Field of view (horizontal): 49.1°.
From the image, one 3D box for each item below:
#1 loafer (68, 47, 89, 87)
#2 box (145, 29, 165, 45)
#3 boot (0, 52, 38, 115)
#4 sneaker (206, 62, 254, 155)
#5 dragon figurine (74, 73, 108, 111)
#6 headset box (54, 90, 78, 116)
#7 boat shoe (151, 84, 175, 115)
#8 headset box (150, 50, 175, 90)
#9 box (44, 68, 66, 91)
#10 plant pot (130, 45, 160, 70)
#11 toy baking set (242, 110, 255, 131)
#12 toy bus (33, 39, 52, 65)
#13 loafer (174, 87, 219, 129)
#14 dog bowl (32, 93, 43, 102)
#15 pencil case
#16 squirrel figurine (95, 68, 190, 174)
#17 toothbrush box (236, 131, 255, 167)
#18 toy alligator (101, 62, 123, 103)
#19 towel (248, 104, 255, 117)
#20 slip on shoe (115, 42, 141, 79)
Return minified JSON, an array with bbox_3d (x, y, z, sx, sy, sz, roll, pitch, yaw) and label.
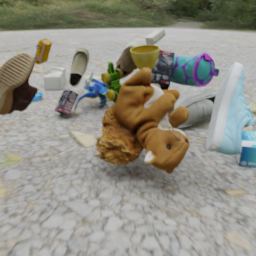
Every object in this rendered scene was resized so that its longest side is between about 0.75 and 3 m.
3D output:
[{"bbox_3d":[-2.152,-2.568,12.221,0.708,1.871,0.639,12,32,-14],"label":"loafer"},{"bbox_3d":[0.923,-3.069,9.424,0.316,0.263,0.770,16,48,39],"label":"box"},{"bbox_3d":[-2.511,-1.006,6.583,0.591,1.634,1.359,40,10,3],"label":"boot"},{"bbox_3d":[2.379,-0.387,6.225,0.858,2.093,0.774,16,-5,2],"label":"sneaker"},{"bbox_3d":[-1.196,-1.434,11.629,1.400,0.829,2.816,27,33,-4],"label":"dragon figurine"},{"bbox_3d":[-2.412,-0.932,10.813,0.387,1.002,0.746,27,-10,-33],"label":"headset box"},{"bbox_3d":[0.648,-0.997,9.351,1.117,1.059,2.951,9,1,-22],"label":"boat shoe"},{"bbox_3d":[1.064,-2.249,10.447,1.136,1.527,0.590,10,-18,-1],"label":"headset box"},{"bbox_3d":[-3.858,-2.636,14.898,0.864,0.719,2.103,-3,25,-6],"label":"box"},{"bbox_3d":[0.473,-1.877,7.625,0.790,0.561,0.790,-5,32,3],"label":"plant pot"},{"bbox_3d":[5.089,-0.211,9.819,2.444,0.284,1.876,4,30,2],"label":"toy baking set"},{"bbox_3d":[-2.544,-2.238,8.327,0.336,0.860,0.280,40,42,8],"label":"toy bus"},{"bbox_3d":[2.571,-0.713,9.853,2.865,1.002,1.000,-29,32,-28],"label":"loafer"},{"bbox_3d":[-4.320,-1.345,12.643,0.539,0.240,0.967,22,32,40],"label":"dog bowl"},{"bbox_3d":[2.157,-2.388,11.118,1.199,1.302,2.818,18,5,-31],"label":"pencil case"},{"bbox_3d":[0.384,0.149,6.919,2.414,1.709,2.253,-29,60,19],"label":"squirrel figurine"},{"bbox_3d":[3.839,0.614,7.853,1.485,0.634,1.087,7,26,11],"label":"toothbrush box"},{"bbox_3d":[-0.424,-1.170,9.880,0.764,2.306,0.554,-22,13,-34],"label":"toy alligator"},{"bbox_3d":[5.103,-0.664,11.160,0.911,0.224,1.228,22,32,38],"label":"towel"},{"bbox_3d":[0.044,-2.251,9.619,0.861,0.686,2.264,27,-10,-18],"label":"slip on shoe"}]
